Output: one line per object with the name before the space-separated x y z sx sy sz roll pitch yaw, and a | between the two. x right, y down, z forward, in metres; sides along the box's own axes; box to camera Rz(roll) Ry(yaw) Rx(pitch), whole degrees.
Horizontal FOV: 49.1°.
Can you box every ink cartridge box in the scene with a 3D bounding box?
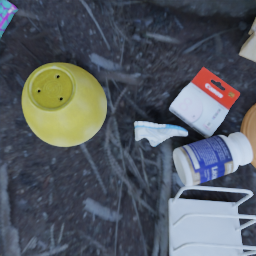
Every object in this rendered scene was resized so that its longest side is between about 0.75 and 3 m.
ink cartridge box | 2.262 -0.801 8.134 1.420 0.499 1.748 38 86 7

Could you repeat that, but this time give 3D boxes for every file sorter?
file sorter | 1.972 2.780 6.391 1.818 1.631 2.619 4 59 0

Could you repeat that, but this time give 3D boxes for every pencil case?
pencil case | -3.909 -3.274 8.533 0.591 0.544 1.278 18 79 34

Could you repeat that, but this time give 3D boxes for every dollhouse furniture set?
dollhouse furniture set | 4.619 -3.301 8.199 1.441 1.231 2.781 26 80 5

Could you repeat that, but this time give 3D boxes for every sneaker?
sneaker | 0.913 0.210 7.911 1.531 0.574 0.663 5 85 9

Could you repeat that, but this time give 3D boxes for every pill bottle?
pill bottle | 2.235 0.798 7.480 1.846 1.068 1.068 -18 79 -3

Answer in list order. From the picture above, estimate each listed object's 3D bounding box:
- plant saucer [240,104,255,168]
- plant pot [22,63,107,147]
plant saucer | 4.455 0.237 7.906 2.426 0.454 2.426 0 78 0
plant pot | -1.829 -0.785 7.470 2.382 1.690 2.382 0 79 1
